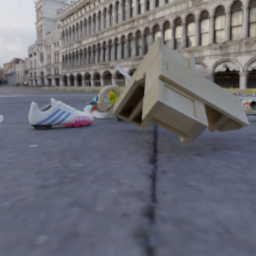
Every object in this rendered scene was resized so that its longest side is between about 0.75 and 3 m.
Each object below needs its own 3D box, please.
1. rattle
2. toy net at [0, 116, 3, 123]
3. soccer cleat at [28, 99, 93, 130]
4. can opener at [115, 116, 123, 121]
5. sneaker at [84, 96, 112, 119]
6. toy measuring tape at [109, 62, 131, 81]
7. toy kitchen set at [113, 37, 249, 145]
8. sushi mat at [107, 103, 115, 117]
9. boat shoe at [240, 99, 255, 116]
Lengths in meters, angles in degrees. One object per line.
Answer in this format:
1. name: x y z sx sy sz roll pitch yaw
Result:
1. rattle: -1.106 -1.059 11.092 1.659 1.080 1.185 -36 42 -22
2. toy net: -3.559 -0.125 6.845 0.945 0.496 0.183 -29 -11 -39
3. soccer cleat: -2.082 -0.479 9.025 2.174 0.939 0.760 -5 10 -36
4. can opener: 0.653 -0.609 10.368 2.327 0.778 0.621 -16 -30 5
5. sneaker: -1.313 -0.966 12.385 0.843 0.934 2.280 -4 9 -32
6. toy measuring tape: 0.217 -1.324 11.210 2.974 1.094 1.094 39 -3 -17
7. toy kitchen set: 1.061 -0.173 6.868 2.283 2.524 2.798 26 38 -15
8. sushi mat: -0.368 -0.667 9.097 0.652 0.082 1.363 -41 -5 -2
9. boat shoe: 4.638 -0.769 10.603 1.990 0.708 0.623 12 -21 19
